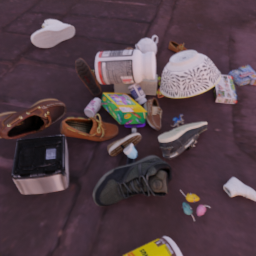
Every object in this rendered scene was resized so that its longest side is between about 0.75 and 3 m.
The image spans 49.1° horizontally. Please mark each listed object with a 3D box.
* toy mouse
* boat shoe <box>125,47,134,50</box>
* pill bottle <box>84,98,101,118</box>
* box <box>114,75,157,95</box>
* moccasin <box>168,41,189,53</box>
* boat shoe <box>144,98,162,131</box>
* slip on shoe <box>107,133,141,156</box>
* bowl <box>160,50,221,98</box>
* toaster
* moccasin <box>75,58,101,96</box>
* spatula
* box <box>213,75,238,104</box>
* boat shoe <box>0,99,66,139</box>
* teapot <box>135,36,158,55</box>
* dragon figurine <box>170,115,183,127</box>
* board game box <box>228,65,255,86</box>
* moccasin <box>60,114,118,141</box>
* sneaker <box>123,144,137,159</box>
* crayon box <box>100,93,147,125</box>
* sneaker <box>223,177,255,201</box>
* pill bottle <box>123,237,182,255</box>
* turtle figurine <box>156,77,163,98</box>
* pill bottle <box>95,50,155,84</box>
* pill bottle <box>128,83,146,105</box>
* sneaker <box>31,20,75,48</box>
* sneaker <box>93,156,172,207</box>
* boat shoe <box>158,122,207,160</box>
[{"bbox_3d":[1.853,2.319,7.985,0.958,0.852,0.185,10,18,36],"label":"toy mouse"},{"bbox_3d":[0.521,-3.047,12.971,0.838,0.794,2.213,-27,64,-15],"label":"boat shoe"},{"bbox_3d":[-1.398,-0.831,11.333,0.448,0.448,0.791,17,48,16],"label":"pill bottle"},{"bbox_3d":[0.331,-1.916,12.192,1.849,0.760,0.632,5,45,3],"label":"box"},{"bbox_3d":[2.676,-4.145,14.524,0.484,0.511,1.323,-30,53,-26],"label":"moccasin"},{"bbox_3d":[1.011,-0.578,10.861,0.598,0.567,1.579,23,37,-34],"label":"boat shoe"},{"bbox_3d":[-0.153,0.521,9.884,1.276,0.485,0.387,-33,43,-1],"label":"slip on shoe"},{"bbox_3d":[2.331,-2.343,11.263,2.510,1.178,2.510,-17,31,10],"label":"bowl"},{"bbox_3d":[-2.720,1.194,8.928,1.623,1.065,1.795,-7,46,-7],"label":"toaster"},{"bbox_3d":[-1.665,-2.168,11.887,0.616,1.685,0.650,-35,15,10],"label":"moccasin"},{"bbox_3d":[0.193,0.463,10.163,0.828,0.301,2.930,-2,46,9],"label":"spatula"},{"bbox_3d":[4.219,-1.722,12.277,0.916,0.289,1.665,7,46,3],"label":"box"},{"bbox_3d":[-3.195,-0.255,9.697,0.989,0.990,2.813,19,33,34],"label":"boat shoe"},{"bbox_3d":[0.953,-4.196,14.338,1.150,0.851,1.165,2,45,2],"label":"teapot"},{"bbox_3d":[1.842,-0.242,10.643,0.787,0.232,0.391,-30,36,-20],"label":"dragon figurine"},{"bbox_3d":[5.424,-2.331,12.862,1.160,0.358,1.159,-18,48,-17],"label":"board game box"},{"bbox_3d":[-1.315,-0.029,9.976,2.121,0.819,0.776,12,60,-23],"label":"moccasin"},{"bbox_3d":[0.100,0.819,9.251,0.381,1.029,0.422,-39,94,8],"label":"sneaker"},{"bbox_3d":[-0.195,-0.775,10.788,1.066,0.523,1.795,-3,30,-32],"label":"crayon box"},{"bbox_3d":[3.451,2.026,8.634,0.597,0.381,1.033,-31,44,-25],"label":"sneaker"},{"bbox_3d":[0.252,3.516,6.599,2.121,1.158,1.158,-19,49,-17],"label":"pill bottle"},{"bbox_3d":[1.874,-1.868,12.248,1.661,0.535,1.339,-31,41,-1],"label":"turtle figurine"},{"bbox_3d":[-0.083,-2.408,11.106,2.236,1.296,1.296,0,45,12],"label":"pill bottle"},{"bbox_3d":[0.398,-1.412,11.608,0.481,0.867,0.481,-30,9,5],"label":"pill bottle"},{"bbox_3d":[-4.420,-5.184,15.317,1.527,0.973,2.642,31,44,29],"label":"sneaker"},{"bbox_3d":[0.230,1.633,8.249,2.533,0.968,1.451,-20,12,-20],"label":"sneaker"},{"bbox_3d":[2.008,0.364,9.913,2.514,0.850,0.903,-23,9,-42],"label":"boat shoe"}]
